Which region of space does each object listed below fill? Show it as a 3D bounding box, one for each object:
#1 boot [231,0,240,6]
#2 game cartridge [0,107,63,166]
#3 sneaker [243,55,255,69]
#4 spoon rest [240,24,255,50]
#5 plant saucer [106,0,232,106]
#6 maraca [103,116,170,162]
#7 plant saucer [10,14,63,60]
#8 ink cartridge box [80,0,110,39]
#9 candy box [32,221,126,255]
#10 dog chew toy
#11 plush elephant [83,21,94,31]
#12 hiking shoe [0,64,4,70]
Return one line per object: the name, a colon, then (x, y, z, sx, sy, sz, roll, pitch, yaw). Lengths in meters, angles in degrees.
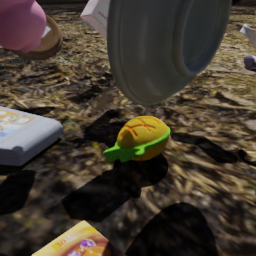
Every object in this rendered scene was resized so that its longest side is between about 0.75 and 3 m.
boot: (2.005, -3.300, 7.094, 1.093, 0.435, 1.327, -35, 52, 9)
game cartridge: (-3.101, 0.109, 6.685, 2.567, 0.533, 1.710, 13, 27, 22)
sneaker: (5.624, -2.724, 12.026, 0.713, 0.536, 1.432, -7, 33, -34)
spoon rest: (3.030, -2.004, 6.364, 0.385, 0.631, 1.270, -2, 40, -38)
plant saucer: (0.840, -1.519, 3.988, 0.685, 2.730, 2.730, 27, 38, 31)
maraca: (0.213, 0.288, 5.864, 1.148, 0.896, 1.674, -6, 19, 40)
plant saucer: (-2.871, -2.880, 8.436, 1.825, 0.269, 1.825, 9, 65, -20)
ink cartridge box: (-0.243, -2.472, 5.614, 0.905, 1.233, 0.511, 33, -6, -38)
candy box: (-0.882, 1.959, 3.161, 1.059, 0.512, 1.814, 25, 35, 39)
dog chew toy: (-1.909, -2.078, 3.881, 1.331, 2.137, 1.331, -24, 21, 10)
plush elephant: (-0.025, -2.784, 7.634, 1.548, 1.647, 1.999, 42, 54, 1)
hiking shoe: (-3.330, -2.177, 6.168, 1.227, 2.437, 0.923, -20, -5, 17)
